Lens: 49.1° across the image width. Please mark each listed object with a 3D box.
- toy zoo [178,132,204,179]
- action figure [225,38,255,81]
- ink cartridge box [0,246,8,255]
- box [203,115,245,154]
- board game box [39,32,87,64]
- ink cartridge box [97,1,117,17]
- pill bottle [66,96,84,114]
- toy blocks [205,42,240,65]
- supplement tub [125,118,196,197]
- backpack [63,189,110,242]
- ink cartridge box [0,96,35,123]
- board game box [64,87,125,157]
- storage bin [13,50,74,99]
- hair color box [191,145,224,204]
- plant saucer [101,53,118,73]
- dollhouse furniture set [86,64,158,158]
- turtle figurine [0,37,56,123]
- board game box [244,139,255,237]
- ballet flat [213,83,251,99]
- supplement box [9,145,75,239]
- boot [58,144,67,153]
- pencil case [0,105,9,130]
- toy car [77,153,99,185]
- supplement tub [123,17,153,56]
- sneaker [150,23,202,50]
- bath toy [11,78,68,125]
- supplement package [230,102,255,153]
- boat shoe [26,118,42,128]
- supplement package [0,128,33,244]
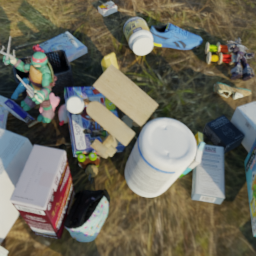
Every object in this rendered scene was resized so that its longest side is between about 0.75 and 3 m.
[{"bbox_3d":[2.093,0.891,9.384,0.175,1.706,1.120,20,55,-7],"label":"toy zoo"},{"bbox_3d":[5.118,-3.203,12.739,1.416,0.755,2.177,8,68,-15],"label":"action figure"},{"bbox_3d":[-4.151,3.812,7.469,0.384,1.302,1.626,11,53,25],"label":"ink cartridge box"},{"bbox_3d":[3.567,0.246,10.501,0.876,0.632,1.180,-24,57,-17],"label":"box"},{"bbox_3d":[-3.155,-3.845,13.648,1.673,0.363,1.665,-35,61,-23],"label":"board game box"},{"bbox_3d":[-1.215,-6.735,15.752,0.892,0.374,0.783,-32,59,-20],"label":"ink cartridge box"},{"bbox_3d":[-1.823,-0.807,9.615,0.615,1.056,0.615,-1,96,-10],"label":"pill bottle"},{"bbox_3d":[4.531,-3.524,13.298,1.558,0.566,1.299,3,54,2],"label":"toy blocks"},{"bbox_3d":[0.888,0.989,8.633,1.656,2.510,1.656,7,57,-11],"label":"supplement tub"},{"bbox_3d":[-1.223,2.623,8.440,1.236,0.937,1.481,-14,29,32],"label":"backpack"},{"bbox_3d":[-4.271,-0.681,10.530,1.236,1.233,0.251,16,65,43],"label":"ink cartridge box"},{"bbox_3d":[-1.307,-0.323,10.478,1.839,0.468,2.717,-4,63,-19],"label":"board game box"},{"bbox_3d":[-3.622,-2.303,12.106,2.277,1.068,1.540,-17,56,-11],"label":"storage bin"},{"bbox_3d":[2.736,1.533,9.595,0.955,0.585,1.929,8,55,6],"label":"hair color box"},{"bbox_3d":[-0.766,-2.471,11.958,0.306,1.263,1.263,-7,21,20],"label":"plant saucer"},{"bbox_3d":[-0.664,-0.361,8.688,1.754,2.153,2.047,40,79,-8],"label":"dollhouse furniture set"},{"bbox_3d":[-2.889,-1.440,8.699,1.319,2.620,1.961,-24,57,-28],"label":"turtle figurine"},{"bbox_3d":[4.243,1.485,8.383,0.671,2.157,2.858,9,44,7],"label":"board game box"},{"bbox_3d":[4.402,-1.493,11.938,1.559,0.550,0.509,15,81,14],"label":"ballet flat"},{"bbox_3d":[-2.224,1.921,7.835,0.883,2.899,1.578,11,55,2],"label":"supplement box"},{"bbox_3d":[-2.492,0.899,9.662,0.341,0.756,0.922,3,71,22],"label":"boot"},{"bbox_3d":[-5.017,-0.050,10.634,0.856,0.784,1.886,-1,53,-14],"label":"pencil case"},{"bbox_3d":[-1.336,1.435,9.573,0.738,0.769,0.936,-6,61,0],"label":"toy car"},{"bbox_3d":[0.506,-4.417,13.553,1.182,1.182,1.638,-12,54,-8],"label":"supplement tub"},{"bbox_3d":[2.363,-4.528,13.756,2.659,1.042,0.876,6,52,3],"label":"sneaker"},{"bbox_3d":[-3.197,-0.888,10.835,2.393,1.041,0.885,30,67,-15],"label":"bath toy"},{"bbox_3d":[4.615,0.024,10.321,0.840,1.180,1.515,-18,55,-13],"label":"supplement package"},{"bbox_3d":[-3.635,-0.294,11.081,0.775,0.279,0.279,-32,87,-14],"label":"boat shoe"},{"bbox_3d":[-4.042,1.708,8.439,1.524,2.140,2.748,19,59,15],"label":"supplement package"}]
